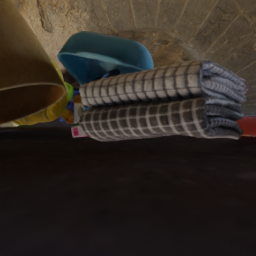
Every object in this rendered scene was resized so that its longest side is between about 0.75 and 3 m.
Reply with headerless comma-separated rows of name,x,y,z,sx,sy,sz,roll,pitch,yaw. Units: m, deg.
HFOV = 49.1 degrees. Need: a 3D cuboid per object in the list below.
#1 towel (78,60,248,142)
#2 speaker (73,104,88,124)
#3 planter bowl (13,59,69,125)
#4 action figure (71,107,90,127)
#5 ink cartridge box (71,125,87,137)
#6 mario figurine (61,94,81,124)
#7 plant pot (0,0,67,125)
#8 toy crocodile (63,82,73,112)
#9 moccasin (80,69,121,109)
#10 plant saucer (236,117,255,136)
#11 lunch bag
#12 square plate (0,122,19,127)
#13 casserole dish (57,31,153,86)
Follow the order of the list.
towel,0.681,-0.261,4.464,1.945,1.005,2.349,-6,-4,35
speaker,-0.865,-0.427,9.262,1.881,0.764,0.764,0,3,-9
planter bowl,-2.395,-0.856,8.215,0.909,2.182,2.182,28,11,15
action figure,0.105,-0.272,7.000,2.639,0.722,1.559,-2,2,-37
ink cartridge box,-0.412,0.003,5.476,0.708,0.249,1.186,-12,-3,41
mario figurine,-1.686,-0.981,11.718,1.838,1.578,2.977,-5,4,21
plant pot,-3.077,-1.692,5.926,2.703,2.900,2.703,-20,-4,-2
toy crocodile,-3.045,-0.966,9.646,0.957,0.876,2.836,38,34,26
moccasin,-0.479,-0.817,6.163,0.816,0.692,2.028,-12,2,-29
plant saucer,2.789,-0.038,5.546,1.969,0.362,1.973,-1,3,-38
lunch bag,-2.339,-1.204,14.380,1.747,1.701,2.571,2,3,32
square plate,-5.006,-0.229,9.256,2.627,0.377,2.652,-1,4,-16
casserole dish,-0.273,-1.133,5.575,1.733,0.555,2.861,13,-7,7
